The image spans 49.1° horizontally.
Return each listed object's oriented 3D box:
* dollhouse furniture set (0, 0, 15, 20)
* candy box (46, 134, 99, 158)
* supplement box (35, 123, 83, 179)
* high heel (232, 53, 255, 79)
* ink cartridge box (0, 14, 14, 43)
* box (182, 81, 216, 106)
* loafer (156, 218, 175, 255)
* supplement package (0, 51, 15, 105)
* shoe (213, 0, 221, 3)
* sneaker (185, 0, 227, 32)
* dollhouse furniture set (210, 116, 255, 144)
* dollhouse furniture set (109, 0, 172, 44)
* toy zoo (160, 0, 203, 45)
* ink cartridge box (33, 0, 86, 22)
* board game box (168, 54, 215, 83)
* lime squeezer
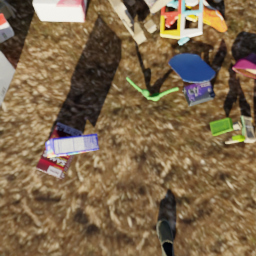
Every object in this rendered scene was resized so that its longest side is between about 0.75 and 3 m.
[{"bbox_3d":[-6.203,-4.840,11.164,2.354,2.082,1.309,-43,77,-13],"label":"dollhouse furniture set"},{"bbox_3d":[-1.883,0.592,9.314,1.483,1.254,0.571,-6,85,-25],"label":"candy box"},{"bbox_3d":[-2.474,0.833,10.208,0.988,0.553,1.816,20,75,5],"label":"supplement box"},{"bbox_3d":[5.263,-1.897,10.932,1.160,0.813,2.413,-35,63,-16],"label":"high heel"},{"bbox_3d":[-5.388,-3.324,10.503,2.143,2.663,0.667,-35,114,-11],"label":"ink cartridge box"},{"bbox_3d":[2.769,-1.364,10.973,1.047,0.413,0.739,-17,76,-5],"label":"box"},{"bbox_3d":[1.294,3.703,9.283,0.531,0.492,1.412,-9,63,-5],"label":"loafer"},{"bbox_3d":[-5.416,-1.740,10.407,1.191,1.673,2.148,15,73,3],"label":"supplement package"},{"bbox_3d":[3.564,-6.251,12.393,0.568,0.433,1.624,-42,79,8],"label":"shoe"},{"bbox_3d":[3.211,-4.811,11.942,0.923,0.873,2.392,-44,72,9],"label":"sneaker"},{"bbox_3d":[3.866,0.082,10.230,1.936,0.747,0.967,5,71,-42],"label":"dollhouse furniture set"},{"bbox_3d":[0.855,-5.285,11.005,2.977,1.453,2.539,-33,59,12],"label":"dollhouse furniture set"},{"bbox_3d":[2.228,-4.769,11.672,1.709,0.267,2.605,2,86,16],"label":"toy zoo"},{"bbox_3d":[-2.795,-6.032,12.020,1.988,1.157,2.729,2,74,1],"label":"ink cartridge box"},{"bbox_3d":[2.482,-2.274,11.200,1.481,0.365,1.875,-18,52,-19],"label":"board game box"},{"bbox_3d":[0.853,-1.414,10.808,2.018,0.713,0.381,12,49,-3],"label":"lime squeezer"}]
